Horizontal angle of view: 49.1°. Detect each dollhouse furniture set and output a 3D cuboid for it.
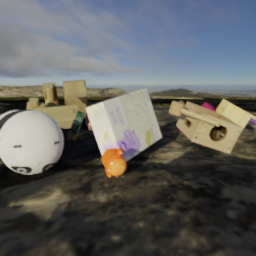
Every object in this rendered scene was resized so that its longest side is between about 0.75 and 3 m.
[{"bbox_3d":[-3.222,-0.392,13.365,2.802,2.400,2.946,-7,44,-12],"label":"dollhouse furniture set"}]

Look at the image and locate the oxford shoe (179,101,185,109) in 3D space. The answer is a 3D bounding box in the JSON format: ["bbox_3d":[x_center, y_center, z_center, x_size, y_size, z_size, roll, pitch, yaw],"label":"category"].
[{"bbox_3d":[2.764,-0.610,13.041,0.613,0.627,1.719,16,-19,45],"label":"oxford shoe"}]

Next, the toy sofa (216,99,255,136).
[{"bbox_3d":[4.160,-0.261,11.117,1.376,1.168,2.820,31,15,7],"label":"toy sofa"}]

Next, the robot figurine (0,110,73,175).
[{"bbox_3d":[-2.387,0.308,6.483,1.718,1.427,2.287,-53,28,-20],"label":"robot figurine"}]

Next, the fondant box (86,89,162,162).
[{"bbox_3d":[-0.014,-0.093,7.621,0.634,1.571,2.178,-13,8,37],"label":"fondant box"}]

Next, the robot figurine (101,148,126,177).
[{"bbox_3d":[-0.316,0.756,6.251,0.577,0.468,0.802,-31,32,-6],"label":"robot figurine"}]

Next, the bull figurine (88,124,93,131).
[{"bbox_3d":[-1.192,-0.142,11.097,0.721,0.387,1.188,-19,-5,0],"label":"bull figurine"}]

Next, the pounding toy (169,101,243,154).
[{"bbox_3d":[2.048,-0.007,8.113,2.173,0.994,1.909,18,16,-16],"label":"pounding toy"}]

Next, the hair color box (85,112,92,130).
[{"bbox_3d":[-0.892,-0.392,13.324,2.143,0.656,1.088,-3,18,-17],"label":"hair color box"}]

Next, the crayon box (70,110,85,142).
[{"bbox_3d":[-1.415,-0.033,7.573,0.227,0.553,0.880,20,-26,-8],"label":"crayon box"}]

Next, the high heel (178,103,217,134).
[{"bbox_3d":[2.631,-0.418,11.170,0.777,1.108,2.304,-41,15,-30],"label":"high heel"}]
